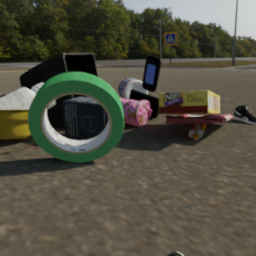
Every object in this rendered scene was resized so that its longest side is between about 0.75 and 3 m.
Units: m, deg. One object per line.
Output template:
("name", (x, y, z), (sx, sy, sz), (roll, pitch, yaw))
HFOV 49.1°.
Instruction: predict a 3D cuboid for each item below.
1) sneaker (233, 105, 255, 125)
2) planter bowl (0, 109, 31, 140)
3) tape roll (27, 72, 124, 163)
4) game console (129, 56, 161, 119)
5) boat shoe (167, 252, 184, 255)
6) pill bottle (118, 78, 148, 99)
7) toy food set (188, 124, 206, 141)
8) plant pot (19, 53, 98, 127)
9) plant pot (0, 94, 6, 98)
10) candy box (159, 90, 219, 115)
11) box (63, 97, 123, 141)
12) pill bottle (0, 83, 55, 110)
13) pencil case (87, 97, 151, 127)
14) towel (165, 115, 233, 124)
("sneaker", (5.259, -0.621, 12.345), (0.459, 0.703, 1.257), (-12, 27, -40))
("planter bowl", (-4.065, -0.106, 9.768), (2.364, 0.985, 2.364), (-3, 2, 0))
("tape roll", (-1.370, -0.225, 7.578), (2.507, 2.507, 0.602), (-1, 30, -3))
("game console", (0.851, -1.875, 12.821), (1.655, 2.806, 0.338), (23, 27, 30))
("boat shoe", (0.674, 2.012, 3.595), (0.333, 0.389, 1.064), (5, 19, -11))
("pill bottle", (0.148, -2.316, 17.197), (1.455, 1.455, 2.433), (-4, 16, -15))
("toy food set", (2.504, 0.204, 10.329), (0.500, 0.471, 1.047), (20, 40, 18))
("plant pot", (-2.989, -1.599, 12.563), (2.627, 2.961, 2.954), (-7, 13, 19))
("plant pot", (-5.497, -0.677, 12.220), (1.124, 1.124, 1.203), (5, 38, 16))
("candy box", (2.374, -0.878, 10.397), (1.675, 0.811, 2.871), (0, 4, 26))
("box", (-1.222, -0.273, 9.892), (1.910, 1.418, 1.023), (9, 18, 27))
("pill bottle", (-3.762, -0.726, 9.943), (2.141, 1.224, 1.224), (-34, 31, -27))
("pencil case", (-0.470, -0.831, 12.173), (2.869, 1.188, 1.241), (13, 50, 28))
("towel", (2.912, -0.402, 11.081), (2.152, 0.340, 2.988), (0, 4, 26))
